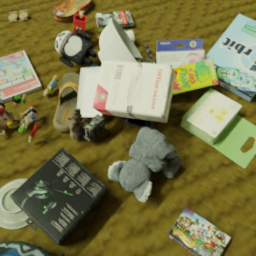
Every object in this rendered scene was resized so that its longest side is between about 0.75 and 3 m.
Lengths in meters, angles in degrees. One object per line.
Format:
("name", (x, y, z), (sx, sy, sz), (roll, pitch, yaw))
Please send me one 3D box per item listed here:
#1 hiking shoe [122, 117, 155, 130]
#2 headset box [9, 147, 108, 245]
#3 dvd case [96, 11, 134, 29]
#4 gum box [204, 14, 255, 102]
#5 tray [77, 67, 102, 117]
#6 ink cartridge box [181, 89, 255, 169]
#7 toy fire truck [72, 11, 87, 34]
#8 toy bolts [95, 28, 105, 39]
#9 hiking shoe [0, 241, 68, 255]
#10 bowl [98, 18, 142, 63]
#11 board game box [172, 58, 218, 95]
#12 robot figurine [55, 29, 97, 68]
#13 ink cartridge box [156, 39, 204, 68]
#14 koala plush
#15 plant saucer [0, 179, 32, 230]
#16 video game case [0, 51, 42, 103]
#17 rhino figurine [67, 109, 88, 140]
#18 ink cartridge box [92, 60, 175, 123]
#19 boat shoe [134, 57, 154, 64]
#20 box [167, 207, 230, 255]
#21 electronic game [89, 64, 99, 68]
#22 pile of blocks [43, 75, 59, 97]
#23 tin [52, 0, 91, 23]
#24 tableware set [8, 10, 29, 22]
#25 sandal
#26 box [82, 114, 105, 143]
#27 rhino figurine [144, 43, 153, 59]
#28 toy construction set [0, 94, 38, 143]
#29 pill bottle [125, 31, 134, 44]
("hiking shoe", (0.004, -0.657, 10.404), (2.244, 0.835, 0.973), (20, 35, 14))
("headset box", (-2.061, 2.062, 8.315), (1.900, 1.012, 2.183), (40, 62, 7))
("dvd case", (-0.698, -5.482, 14.170), (1.803, 0.198, 1.316), (-7, 49, -7))
("gum box", (4.827, -2.955, 11.637), (2.530, 0.663, 2.978), (36, 84, 22))
("tray", (-1.373, -1.334, 10.598), (1.054, 0.218, 1.963), (1, 79, 15))
("ink cartridge box", (3.611, -0.077, 10.304), (2.724, 0.653, 1.982), (36, 62, 24))
("toy fire truck", (-2.170, -4.627, 12.539), (0.521, 1.507, 2.137), (9, 45, -12))
("toy bolts", (-1.008, -4.469, 13.468), (0.983, 0.682, 0.939), (-10, 15, 5))
("hiking shoe", (-2.464, 3.801, 7.374), (2.734, 1.017, 1.185), (12, 55, 8))
("bowl", (-0.321, -2.849, 11.292), (1.263, 2.811, 2.811), (-31, 56, 16))
("board game box", (2.381, -1.945, 10.870), (1.965, 0.468, 0.998), (-12, 93, 16))
("robot figurine", (-2.161, -3.254, 11.546), (1.715, 1.070, 1.289), (31, 52, 0))
("ink cartridge box", (2.136, -2.675, 11.494), (1.928, 0.425, 1.964), (-2, 92, 6))
("koala plush", (0.440, 1.173, 8.895), (1.782, 1.847, 2.010), (36, 75, 23))
("plant saucer", (-3.495, 2.307, 8.779), (1.641, 0.412, 1.641), (0, 56, 0))
("video game case", (-4.943, -2.247, 12.022), (1.776, 0.217, 2.484), (-24, 59, -16))
("rhino figurine", (-1.757, -0.127, 9.677), (0.492, 1.646, 0.720), (30, 62, 12))
("ink cartridge box", (0.240, -1.246, 9.547), (2.446, 1.037, 1.781), (8, 81, 20))
("boat shoe", (0.459, -2.689, 11.626), (1.436, 0.432, 0.512), (10, 62, 48))
("box", (2.068, 3.198, 8.238), (1.498, 0.282, 1.023), (32, 61, 20))
("electronic game", (-1.460, -2.209, 11.503), (0.187, 0.898, 0.898), (28, 60, 22))
("pile of blocks", (-3.056, -1.654, 11.400), (0.408, 0.309, 0.994), (27, 85, 52))
("tin", (-2.908, -6.314, 14.686), (1.327, 0.496, 2.370), (28, 60, 23))
("tableware set", (-5.628, -5.699, 14.416), (1.006, 0.202, 0.665), (-8, 68, 1))
("sandal", (-2.293, -1.170, 10.932), (1.153, 0.775, 2.870), (3, 55, 2))
("box", (-1.207, 0.020, 9.917), (0.345, 0.655, 0.800), (32, 56, 21))
("rhino figurine", (0.899, -3.167, 11.825), (0.244, 0.357, 0.816), (-15, 62, -8))
("toy construction set", (-4.075, -0.126, 10.159), (1.797, 1.381, 1.498), (45, 30, 20))
("pill bottle", (-0.419, -4.090, 12.975), (1.308, 0.745, 0.745), (-12, 56, -9))
